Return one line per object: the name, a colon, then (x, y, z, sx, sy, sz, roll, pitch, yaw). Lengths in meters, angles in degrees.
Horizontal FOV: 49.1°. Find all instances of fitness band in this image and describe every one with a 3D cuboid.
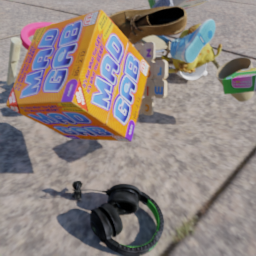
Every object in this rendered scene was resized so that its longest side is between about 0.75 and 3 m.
fitness band: (-2.313, -2.887, 9.382, 2.437, 0.456, 1.750, -3, 54, -23)

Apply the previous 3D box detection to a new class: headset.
headset: (-0.353, 2.029, 6.679, 2.434, 1.144, 1.503, 31, 47, 15)

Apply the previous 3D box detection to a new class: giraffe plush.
giraffe plush: (2.050, -2.439, 9.528, 1.512, 1.609, 1.865, -27, 64, -29)

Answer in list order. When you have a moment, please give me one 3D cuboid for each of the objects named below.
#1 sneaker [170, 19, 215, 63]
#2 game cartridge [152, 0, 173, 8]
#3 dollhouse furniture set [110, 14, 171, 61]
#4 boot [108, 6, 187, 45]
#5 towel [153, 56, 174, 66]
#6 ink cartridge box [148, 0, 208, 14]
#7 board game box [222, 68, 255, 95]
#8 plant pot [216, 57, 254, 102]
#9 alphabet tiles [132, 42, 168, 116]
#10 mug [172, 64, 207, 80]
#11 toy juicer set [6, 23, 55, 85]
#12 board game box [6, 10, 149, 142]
sneaker: (1.631, -2.364, 7.473, 1.385, 0.551, 0.904, -50, 39, -12)
game cartridge: (1.132, -4.088, 9.671, 0.203, 0.992, 0.661, 11, 60, -36)
dollhouse furniture set: (0.076, -2.728, 9.857, 2.361, 1.540, 2.229, 37, 34, 14)
boot: (0.218, -3.013, 8.111, 2.955, 1.088, 1.115, -9, 8, 10)
towel: (1.465, -2.673, 11.173, 2.037, 0.351, 1.350, 14, 21, 35)
ink cartridge box: (2.057, -4.931, 10.379, 1.698, 0.985, 2.345, -22, 9, -19)
board game box: (2.864, -1.030, 5.607, 1.550, 0.312, 1.186, -2, 18, 41)
plant pot: (3.404, -1.386, 8.570, 1.052, 1.123, 1.052, -27, 31, 18)
alphabet tiles: (0.306, -1.357, 7.854, 0.146, 1.950, 1.994, -8, 12, -42)
mug: (2.905, -2.906, 13.078, 1.785, 1.318, 1.565, 23, 13, -18)
toy juicer set: (-2.015, -1.841, 7.369, 2.702, 1.719, 0.735, -16, 61, -13)
board game box: (-0.973, -0.941, 6.069, 1.920, 1.919, 1.919, 1, 68, 34)
